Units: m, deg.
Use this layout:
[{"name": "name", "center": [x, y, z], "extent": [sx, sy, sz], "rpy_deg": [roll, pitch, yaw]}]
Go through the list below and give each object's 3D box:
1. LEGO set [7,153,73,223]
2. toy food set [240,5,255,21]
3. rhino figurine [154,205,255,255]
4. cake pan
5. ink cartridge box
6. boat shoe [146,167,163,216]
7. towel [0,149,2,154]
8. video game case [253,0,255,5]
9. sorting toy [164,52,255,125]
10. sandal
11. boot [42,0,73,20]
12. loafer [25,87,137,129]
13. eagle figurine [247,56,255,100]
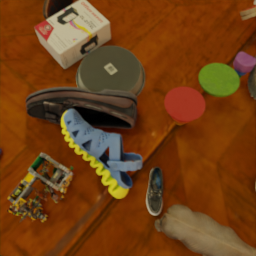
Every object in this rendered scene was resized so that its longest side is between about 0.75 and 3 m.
[{"name": "LEGO set", "center": [-1.747, 1.437, 6.228], "extent": [0.964, 1.279, 1.663], "rpy_deg": [25, 61, 28]}, {"name": "toy food set", "center": [4.217, -3.468, 7.889], "extent": [2.788, 1.772, 0.439], "rpy_deg": [-30, 109, -24]}, {"name": "rhino figurine", "center": [1.833, 2.360, 5.802], "extent": [2.602, 1.138, 0.778], "rpy_deg": [23, 69, 12]}, {"name": "cake pan", "center": [-0.507, -1.545, 7.980], "extent": [2.003, 0.367, 2.003], "rpy_deg": [0, 67, 0]}, {"name": "ink cartridge box", "center": [-1.602, -2.821, 8.312], "extent": [1.799, 0.745, 1.311], "rpy_deg": [-39, 72, -15]}, {"name": "boat shoe", "center": [0.665, 1.478, 6.682], "extent": [0.401, 0.380, 1.147], "rpy_deg": [8, 67, 3]}, {"name": "towel", "center": [-4.205, 1.226, 6.915], "extent": [1.470, 0.242, 2.030], "rpy_deg": [17, 69, 5]}, {"name": "video game case", "center": [5.500, -3.795, 9.025], "extent": [2.336, 0.204, 1.670], "rpy_deg": [-19, 68, -8]}, {"name": "sorting toy", "center": [2.143, -0.912, 7.407], "extent": [2.936, 1.011, 1.018], "rpy_deg": [-35, 67, -17]}, {"name": "sandal", "center": [-0.531, 0.440, 6.365], "extent": [1.024, 0.934, 2.351], "rpy_deg": [-39, 100, 16]}, {"name": "boot", "center": [-2.496, -4.440, 9.074], "extent": [1.275, 0.983, 2.631], "rpy_deg": [5, 66, 22]}, {"name": "loafer", "center": [-1.180, -0.415, 7.077], "extent": [2.878, 1.034, 0.906], "rpy_deg": [-1, 59, -3]}, {"name": "eagle figurine", "center": [3.988, -1.980, 7.010], "extent": [2.394, 1.807, 1.817], "rpy_deg": [-34, 111, -26]}]
